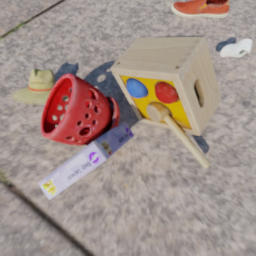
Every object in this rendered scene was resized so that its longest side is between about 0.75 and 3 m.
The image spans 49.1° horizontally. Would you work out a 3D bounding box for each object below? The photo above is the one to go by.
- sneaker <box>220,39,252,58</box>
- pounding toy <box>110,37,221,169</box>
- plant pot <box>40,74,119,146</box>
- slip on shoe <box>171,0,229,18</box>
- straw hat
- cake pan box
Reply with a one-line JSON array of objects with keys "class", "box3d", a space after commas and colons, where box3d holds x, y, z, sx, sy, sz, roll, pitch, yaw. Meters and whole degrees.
[{"class": "sneaker", "box3d": [3.348, -2.412, 8.797, 0.377, 1.071, 0.429, 22, 69, -33]}, {"class": "pounding toy", "box3d": [1.295, -0.796, 8.313, 2.760, 2.998, 2.131, 15, 58, 41]}, {"class": "plant pot", "box3d": [-1.384, -0.381, 8.315, 1.778, 1.953, 1.953, 22, 44, -37]}, {"class": "slip on shoe", "box3d": [3.399, -5.754, 13.164, 2.725, 0.834, 1.009, 3, 56, 4]}, {"class": "straw hat", "box3d": [-2.900, -1.547, 9.444, 2.086, 0.883, 2.086, 3, 25, -1]}, {"class": "cake pan box", "box3d": [-0.959, 0.744, 7.068, 1.949, 2.117, 0.554, -34, 91, 22]}]
